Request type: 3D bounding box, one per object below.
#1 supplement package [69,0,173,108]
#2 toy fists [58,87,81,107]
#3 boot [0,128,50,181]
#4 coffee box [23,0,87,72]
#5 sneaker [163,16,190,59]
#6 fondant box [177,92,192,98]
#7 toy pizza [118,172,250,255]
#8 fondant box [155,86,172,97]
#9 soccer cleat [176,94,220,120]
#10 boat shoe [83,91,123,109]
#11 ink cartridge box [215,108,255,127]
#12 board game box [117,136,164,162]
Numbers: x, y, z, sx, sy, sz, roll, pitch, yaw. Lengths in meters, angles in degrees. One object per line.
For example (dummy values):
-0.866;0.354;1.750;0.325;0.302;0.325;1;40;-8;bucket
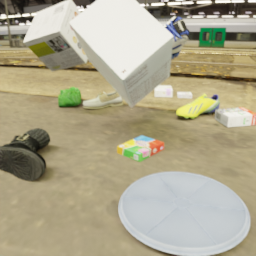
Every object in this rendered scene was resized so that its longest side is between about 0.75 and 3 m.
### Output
-0.087;-2.177;8.003;1.697;2.207;2.308;-41;-13;-4;supplement package
-3.017;-1.648;14.633;1.112;0.750;2.182;-2;19;-8;toy fists
-2.813;0.668;8.217;2.241;0.843;1.676;12;23;30;boot
-2.544;-3.429;10.656;1.713;1.694;1.710;-7;56;27;coffee box
1.183;-3.190;10.009;2.862;1.156;1.653;-22;-11;-33;sneaker
3.199;-1.853;15.911;0.772;0.225;0.557;1;20;4;fondant box
1.129;1.751;5.928;2.665;0.422;2.665;-1;21;0;toy pizza
2.065;-2.150;16.450;1.007;0.406;1.396;2;21;5;fondant box
3.099;-0.998;12.461;2.426;1.015;0.784;-12;23;-29;soccer cleat
-1.273;-1.431;14.034;2.142;0.732;0.800;-12;23;-29;boat shoe
4.819;-0.486;11.811;1.976;0.497;1.076;-5;21;-11;ink cartridge box
0.412;0.652;9.119;0.964;0.254;1.260;17;26;39;board game box
